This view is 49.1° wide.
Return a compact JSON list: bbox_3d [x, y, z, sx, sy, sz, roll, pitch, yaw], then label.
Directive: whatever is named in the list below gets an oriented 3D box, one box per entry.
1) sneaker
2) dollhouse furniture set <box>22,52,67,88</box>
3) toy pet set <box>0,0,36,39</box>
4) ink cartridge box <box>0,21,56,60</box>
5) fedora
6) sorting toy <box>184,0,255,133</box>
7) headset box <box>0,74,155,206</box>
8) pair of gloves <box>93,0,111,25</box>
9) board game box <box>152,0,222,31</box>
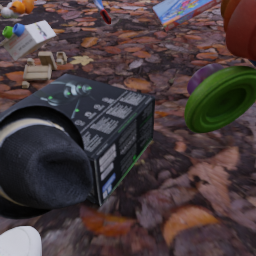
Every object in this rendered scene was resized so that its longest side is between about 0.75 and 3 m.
[{"bbox_3d":[-2.201,2.270,3.606,1.034,1.376,2.763,17,38,23],"label":"sneaker"},{"bbox_3d":[-2.989,-1.949,10.293,1.358,0.777,1.592,-1,60,1],"label":"dollhouse furniture set"},{"bbox_3d":[-2.901,-3.077,6.077,2.109,1.970,1.120,12,-10,44],"label":"toy pet set"},{"bbox_3d":[-2.946,-2.560,8.235,0.957,0.564,1.662,-28,19,23],"label":"ink cartridge box"},{"bbox_3d":[-0.587,0.330,2.109,0.464,1.016,1.016,19,40,37],"label":"fedora"},{"bbox_3d":[1.593,-1.140,4.120,1.551,2.581,1.060,-6,51,-29],"label":"sorting toy"},{"bbox_3d":[-1.221,0.020,6.657,2.922,1.356,2.544,18,41,23],"label":"headset box"},{"bbox_3d":[-0.612,-2.157,4.117,0.141,1.238,0.995,-30,65,8],"label":"pair of gloves"},{"bbox_3d":[1.862,-3.489,7.564,2.273,0.221,1.170,-25,45,10],"label":"board game box"}]
